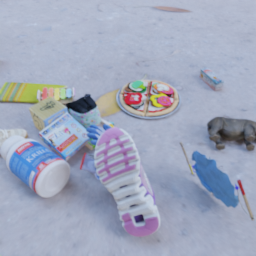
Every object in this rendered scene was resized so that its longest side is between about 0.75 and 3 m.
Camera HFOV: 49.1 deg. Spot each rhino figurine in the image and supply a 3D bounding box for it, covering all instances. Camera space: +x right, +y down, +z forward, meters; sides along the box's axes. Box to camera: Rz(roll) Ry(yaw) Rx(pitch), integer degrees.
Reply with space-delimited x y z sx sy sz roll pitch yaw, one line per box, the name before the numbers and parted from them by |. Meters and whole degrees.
rhino figurine | 4.151 0.140 9.962 2.813 0.841 1.230 3 42 0

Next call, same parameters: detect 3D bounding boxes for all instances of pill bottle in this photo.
pill bottle | -2.931 1.082 8.612 2.175 1.220 1.220 27 49 28

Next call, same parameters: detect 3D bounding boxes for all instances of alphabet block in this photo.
alphabet block | -2.883 -0.388 10.400 1.027 1.004 1.009 32 52 32

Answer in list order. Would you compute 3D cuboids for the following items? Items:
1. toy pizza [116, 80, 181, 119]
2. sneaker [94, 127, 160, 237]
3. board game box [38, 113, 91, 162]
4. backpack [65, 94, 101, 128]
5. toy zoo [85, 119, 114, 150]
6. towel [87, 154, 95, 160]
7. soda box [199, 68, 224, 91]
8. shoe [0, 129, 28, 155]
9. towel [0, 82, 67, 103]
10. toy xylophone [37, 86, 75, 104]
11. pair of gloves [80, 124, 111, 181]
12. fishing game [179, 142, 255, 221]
toy pizza | 0.875 -1.372 11.883 2.746 0.435 2.746 0 43 0
sneaker | 0.015 1.347 7.506 1.167 2.902 1.283 -18 8 13
board game box | -2.144 0.292 9.633 1.266 0.361 1.293 41 57 10
backpack | -1.618 -0.625 10.665 1.179 0.894 1.413 -35 36 -19
toy zoo | -1.088 0.161 10.428 1.489 0.152 0.977 -32 52 -30
towel | -0.865 1.064 8.972 0.910 0.753 0.389 13 88 16
soda box | 3.797 -2.238 12.819 0.417 0.448 1.311 -15 45 -16
shoe | -4.652 0.528 9.608 2.407 0.642 0.841 -24 49 -29
towel | -4.163 -1.477 12.190 2.857 0.258 1.229 3 48 2
toy xylophone | -3.003 -1.411 11.711 1.566 0.393 1.147 -12 48 -13
pair of gloves | -0.553 0.826 8.593 1.839 0.261 2.288 29 40 -22
fishing game | 2.431 1.385 7.746 0.409 1.884 2.631 -32 24 -11
